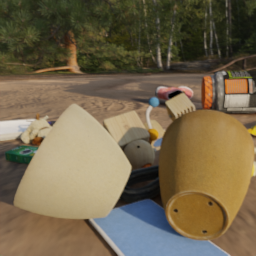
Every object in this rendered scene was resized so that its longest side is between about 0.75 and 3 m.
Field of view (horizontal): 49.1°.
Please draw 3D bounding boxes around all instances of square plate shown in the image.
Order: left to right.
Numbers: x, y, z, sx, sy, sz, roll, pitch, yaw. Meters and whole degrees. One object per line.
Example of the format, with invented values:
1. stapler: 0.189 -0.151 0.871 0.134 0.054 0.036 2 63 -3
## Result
1. square plate: -3.462 0.065 8.287 1.724 0.245 1.707 -7 16 -27

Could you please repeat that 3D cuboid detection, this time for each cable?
1. cable: 1.016 0.582 4.973 2.702 0.680 1.312 -3 29 -19

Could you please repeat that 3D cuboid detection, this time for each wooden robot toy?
1. wooden robot toy: 0.206 0.398 5.516 2.882 1.270 1.308 -19 51 -17

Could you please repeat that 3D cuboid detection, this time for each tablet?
1. tablet: 0.295 1.325 3.381 1.036 0.109 1.592 -8 16 -30

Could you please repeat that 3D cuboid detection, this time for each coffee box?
1. coffee box: -2.142 0.597 6.160 0.936 0.206 0.576 5 16 19

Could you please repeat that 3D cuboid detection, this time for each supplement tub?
1. supplement tub: 4.401 -1.415 11.180 2.775 1.701 1.701 0 14 8

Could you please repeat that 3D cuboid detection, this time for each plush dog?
1. plush dog: -2.200 0.129 7.321 0.822 0.768 0.957 38 33 30

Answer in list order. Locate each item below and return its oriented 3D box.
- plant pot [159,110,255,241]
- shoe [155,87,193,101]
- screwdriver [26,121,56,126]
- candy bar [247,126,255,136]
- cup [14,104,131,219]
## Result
1. plant pot: 0.974 0.665 3.665 1.386 1.386 1.487 4 25 17
2. shoe: 2.515 -1.590 13.851 2.260 0.807 1.028 -1 19 -29
3. screwdriver: -2.681 -0.165 8.879 0.186 0.179 1.280 -10 -9 42
4. candy bar: 4.425 -0.045 8.674 0.615 0.273 2.468 17 21 41
5. cup: -0.599 0.592 3.685 1.063 1.486 1.486 29 14 -3
